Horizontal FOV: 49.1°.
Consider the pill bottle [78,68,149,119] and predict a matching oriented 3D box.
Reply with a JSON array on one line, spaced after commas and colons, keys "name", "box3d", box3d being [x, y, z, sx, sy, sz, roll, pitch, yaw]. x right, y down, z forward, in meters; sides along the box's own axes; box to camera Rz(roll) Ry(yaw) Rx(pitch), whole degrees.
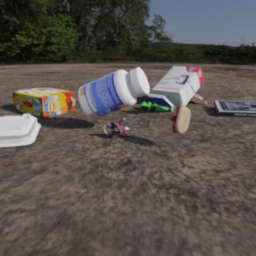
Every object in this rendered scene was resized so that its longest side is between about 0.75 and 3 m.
[{"name": "pill bottle", "box3d": [-0.535, -1.345, 10.690, 2.514, 1.409, 1.409, -18, 10, 23]}]

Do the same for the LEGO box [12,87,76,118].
[{"name": "LEGO box", "box3d": [-4.307, -1.361, 14.344, 2.652, 1.023, 1.975, 13, 21, 37]}]

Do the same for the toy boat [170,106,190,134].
[{"name": "toy boat", "box3d": [1.630, -0.264, 9.155, 0.590, 0.902, 0.589, 7, -11, 44]}]

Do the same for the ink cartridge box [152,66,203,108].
[{"name": "ink cartridge box", "box3d": [2.842, -2.383, 15.878, 1.867, 1.083, 2.530, 13, 48, 38]}]

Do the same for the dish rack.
[{"name": "dish rack", "box3d": [-4.697, 0.010, 10.635, 2.407, 0.611, 2.805, -4, 16, -10]}]

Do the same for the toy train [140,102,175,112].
[{"name": "toy train", "box3d": [1.518, -1.073, 14.595, 1.840, 0.384, 0.519, 6, 28, 18]}]

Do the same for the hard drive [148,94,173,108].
[{"name": "hard drive", "box3d": [1.587, -1.303, 13.641, 0.834, 0.160, 1.265, 12, -11, 34]}]

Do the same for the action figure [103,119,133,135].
[{"name": "action figure", "box3d": [-0.312, 0.089, 10.472, 0.764, 0.687, 1.026, -29, -15, 23]}]

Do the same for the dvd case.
[{"name": "dvd case", "box3d": [5.781, -0.939, 13.997, 2.690, 0.333, 2.022, 3, 21, 10]}]

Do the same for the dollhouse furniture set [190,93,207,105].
[{"name": "dollhouse furniture set", "box3d": [3.894, -1.665, 16.730, 1.611, 0.787, 1.374, 29, 25, 11]}]
